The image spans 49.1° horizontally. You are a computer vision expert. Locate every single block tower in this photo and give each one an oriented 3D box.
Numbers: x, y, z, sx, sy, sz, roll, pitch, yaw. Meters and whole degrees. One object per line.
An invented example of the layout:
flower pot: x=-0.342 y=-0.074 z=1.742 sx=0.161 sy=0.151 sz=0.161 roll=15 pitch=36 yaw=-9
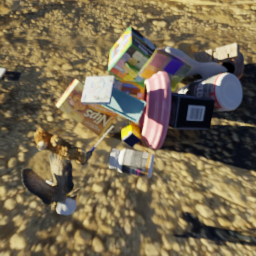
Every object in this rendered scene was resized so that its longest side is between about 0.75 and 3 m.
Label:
block tower: x=3.349 y=-2.717 z=10.601 sx=1.717 sy=0.464 sz=0.496 roll=-1 pitch=87 yaw=45

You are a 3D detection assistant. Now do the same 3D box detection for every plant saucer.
plant saucer: x=-0.366 y=-0.828 z=8.505 sx=1.888 sy=0.179 sz=0.660 roll=27 pitch=96 yaw=20
plant saucer: x=0.809 y=-0.594 z=9.503 sx=0.663 sy=2.616 sz=2.616 roll=6 pitch=53 yaw=-6

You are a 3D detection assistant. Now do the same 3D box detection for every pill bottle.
pill bottle: x=2.866 y=-1.174 z=10.249 sx=1.256 sy=2.206 sz=1.256 roll=2 pitch=87 yaw=-31
pill bottle: x=0.112 y=1.019 z=8.255 sx=1.242 sy=0.723 sz=0.723 roll=9 pitch=53 yaw=9

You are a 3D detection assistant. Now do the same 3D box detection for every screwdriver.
screwdriver: x=-0.928 y=0.464 z=8.234 sx=0.223 sy=0.214 sz=1.531 roll=40 pitch=69 yaw=-14

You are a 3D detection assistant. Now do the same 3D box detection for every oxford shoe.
oxford shoe: x=4.458 y=-2.579 z=12.078 sx=1.014 sy=1.037 sz=2.844 roll=24 pitch=56 yaw=17

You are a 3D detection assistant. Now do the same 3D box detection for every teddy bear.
teddy bear: x=-1.784 y=0.563 z=7.362 sx=1.510 sy=1.095 sz=0.504 roll=31 pitch=71 yaw=-18

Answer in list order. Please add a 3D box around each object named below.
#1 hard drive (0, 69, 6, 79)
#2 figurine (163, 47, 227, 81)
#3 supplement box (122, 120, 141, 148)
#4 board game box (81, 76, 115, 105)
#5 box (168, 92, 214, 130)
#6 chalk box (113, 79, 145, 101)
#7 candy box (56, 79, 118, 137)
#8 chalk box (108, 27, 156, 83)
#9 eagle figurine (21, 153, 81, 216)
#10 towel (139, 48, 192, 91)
hard drive: x=-6.047 y=-2.471 z=12.578 sx=0.901 sy=0.120 sz=0.594 roll=7 pitch=53 yaw=6
figurine: x=2.475 y=-2.415 z=11.279 sx=2.516 sy=1.110 sz=2.579 roll=11 pitch=9 yaw=0
supplement box: x=0.094 y=0.187 z=9.500 sx=0.446 sy=0.449 sz=0.820 roll=-40 pitch=28 yaw=22
board game box: x=-0.891 y=-1.121 z=8.389 sx=0.883 sy=0.192 sz=0.887 roll=2 pitch=67 yaw=15
box: x=1.686 y=-0.641 z=9.528 sx=1.442 sy=1.016 sz=1.948 roll=1 pitch=12 yaw=-25
chalk box: x=-0.241 y=-1.107 z=9.501 sx=1.475 sy=0.921 sz=0.914 roll=7 pitch=88 yaw=-6
candy box: x=-1.420 y=-0.667 z=9.926 sx=1.128 sy=1.955 sz=0.541 roll=-51 pitch=31 yaw=1
chalk box: x=0.197 y=-2.628 z=11.023 sx=1.459 sy=1.448 sz=2.337 roll=32 pitch=34 yaw=-23
eagle figurine: x=-2.112 y=1.621 z=7.924 sx=1.217 sy=1.613 sz=1.224 roll=-6 pitch=34 yaw=13
towel: x=1.332 y=-2.034 z=10.004 sx=1.706 sy=1.225 sz=0.194 roll=19 pitch=38 yaw=-29
